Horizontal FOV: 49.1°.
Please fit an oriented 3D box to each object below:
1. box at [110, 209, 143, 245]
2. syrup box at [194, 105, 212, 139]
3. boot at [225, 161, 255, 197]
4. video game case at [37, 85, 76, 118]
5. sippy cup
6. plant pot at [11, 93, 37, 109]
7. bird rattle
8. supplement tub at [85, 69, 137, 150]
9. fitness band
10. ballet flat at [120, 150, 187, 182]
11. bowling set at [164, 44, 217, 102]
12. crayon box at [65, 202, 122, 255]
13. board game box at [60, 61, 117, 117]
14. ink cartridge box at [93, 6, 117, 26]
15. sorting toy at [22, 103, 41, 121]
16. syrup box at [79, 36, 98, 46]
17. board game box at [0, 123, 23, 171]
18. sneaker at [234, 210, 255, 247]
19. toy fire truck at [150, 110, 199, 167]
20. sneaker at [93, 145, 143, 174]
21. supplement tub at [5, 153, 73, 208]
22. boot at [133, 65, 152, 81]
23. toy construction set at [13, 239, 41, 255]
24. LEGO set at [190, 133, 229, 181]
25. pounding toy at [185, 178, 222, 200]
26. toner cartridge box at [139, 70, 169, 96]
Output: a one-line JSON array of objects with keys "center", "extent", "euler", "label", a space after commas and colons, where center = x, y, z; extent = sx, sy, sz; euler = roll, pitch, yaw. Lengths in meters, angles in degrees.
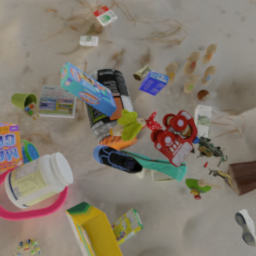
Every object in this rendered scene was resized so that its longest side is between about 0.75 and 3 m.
[{"center": [-0.114, 2.940, 8.207], "extent": [1.073, 0.259, 0.629], "euler": [-39, 43, 13], "label": "box"}, {"center": [3.084, -0.190, 11.682], "extent": [0.563, 0.582, 1.429], "euler": [9, 72, 3], "label": "syrup box"}, {"center": [5.005, 1.239, 11.154], "extent": [2.658, 0.854, 2.477], "euler": [-14, 71, 0], "label": "boot"}, {"center": [-3.070, -1.157, 12.221], "extent": [1.560, 0.172, 1.420], "euler": [3, 72, 0], "label": "video game case"}, {"center": [-3.500, 1.001, 9.399], "extent": [0.752, 0.806, 1.026], "euler": [-25, 60, 4], "label": "sippy cup"}, {"center": [-4.488, -1.148, 11.944], "extent": [0.828, 0.872, 0.872], "euler": [16, 72, 18], "label": "plant pot"}, {"center": [0.168, -0.120, 9.105], "extent": [1.408, 1.727, 0.973], "euler": [-23, 87, 36], "label": "bird rattle"}, {"center": [-0.715, -0.674, 11.191], "extent": [1.837, 1.837, 2.998], "euler": [-13, 73, -4], "label": "supplement tub"}, {"center": [-3.774, 2.412, 10.707], "extent": [2.863, 0.536, 2.056], "euler": [-6, 71, -13], "label": "fitness band"}, {"center": [0.869, 1.579, 10.967], "extent": [2.793, 0.940, 0.983], "euler": [11, 86, 6], "label": "ballet flat"}, {"center": [3.049, -2.235, 11.870], "extent": [2.795, 1.500, 1.945], "euler": [-32, 74, -10], "label": "bowling set"}, {"center": [-0.897, 3.186, 7.845], "extent": [0.733, 2.841, 1.786], "euler": [-22, 92, -22], "label": "crayon box"}, {"center": [-1.298, -1.264, 9.076], "extent": [1.858, 1.413, 0.418], "euler": [32, 110, -28], "label": "board game box"}, {"center": [-1.152, -5.518, 13.620], "extent": [0.803, 0.250, 0.998], "euler": [-34, 77, -11], "label": "ink cartridge box"}, {"center": [-3.692, -0.637, 10.860], "extent": [0.560, 0.101, 0.751], "euler": [-38, 66, -24], "label": "sorting toy"}, {"center": [-1.833, -4.063, 13.087], "extent": [0.806, 0.328, 0.317], "euler": [4, 72, 1], "label": "syrup box"}, {"center": [-3.960, 0.560, 8.133], "extent": [1.231, 1.231, 1.232], "euler": [-12, 101, -43], "label": "board game box"}, {"center": [2.837, 2.348, 6.577], "extent": [0.390, 0.334, 0.895], "euler": [-20, 90, -39], "label": "sneaker"}, {"center": [1.331, 0.254, 7.545], "extent": [1.110, 0.741, 1.322], "euler": [41, 84, -17], "label": "toy fire truck"}, {"center": [-0.230, 0.874, 7.658], "extent": [0.616, 1.581, 0.554], "euler": [2, 72, 44], "label": "sneaker"}, {"center": [-2.631, 1.542, 8.385], "extent": [1.662, 1.205, 1.205], "euler": [-25, 73, 2], "label": "supplement tub"}, {"center": [0.567, -1.990, 10.075], "extent": [0.700, 0.905, 0.326], "euler": [-32, 103, -3], "label": "boot"}, {"center": [-3.714, 4.450, 10.272], "extent": [0.967, 0.445, 0.634], "euler": [-12, 72, -15], "label": "toy construction set"}, {"center": [2.573, 0.799, 8.675], "extent": [1.316, 2.026, 0.574], "euler": [27, 68, 35], "label": "LEGO set"}, {"center": [2.135, 1.873, 8.400], "extent": [0.814, 1.055, 0.490], "euler": [25, 69, -16], "label": "pounding toy"}, {"center": [0.868, -1.524, 9.661], "extent": [0.653, 1.374, 0.297], "euler": [21, 77, -8], "label": "toner cartridge box"}]
